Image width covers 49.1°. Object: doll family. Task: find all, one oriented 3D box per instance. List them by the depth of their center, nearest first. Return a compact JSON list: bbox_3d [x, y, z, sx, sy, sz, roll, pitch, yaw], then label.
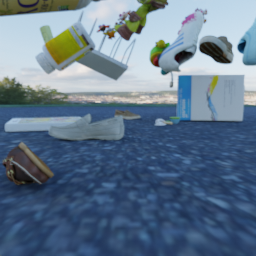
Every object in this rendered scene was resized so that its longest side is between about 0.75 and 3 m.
[{"bbox_3d":[-0.414,-3.637,10.148,1.447,0.652,0.898,-29,27,6],"label":"doll family"},{"bbox_3d":[2.648,-4.122,10.667,0.974,0.439,0.605,-42,60,-16],"label":"doll family"}]

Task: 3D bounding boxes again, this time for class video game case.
[{"bbox_3d":[-2.542,-0.146,8.929,2.346,0.268,2.135,-2,6,-17],"label":"video game case"}]

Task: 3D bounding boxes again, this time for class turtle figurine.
[{"bbox_3d":[0.587,-3.146,6.763,0.822,2.551,2.057,33,-46,-12],"label":"turtle figurine"}]

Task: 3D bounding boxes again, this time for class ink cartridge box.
[{"bbox_3d":[3.388,-1.264,11.890,2.589,1.873,1.906,1,6,10],"label":"ink cartridge box"}]

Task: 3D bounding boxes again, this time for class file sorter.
[{"bbox_3d":[-1.110,-3.283,11.353,2.458,1.531,1.706,24,-12,-13],"label":"file sorter"}]

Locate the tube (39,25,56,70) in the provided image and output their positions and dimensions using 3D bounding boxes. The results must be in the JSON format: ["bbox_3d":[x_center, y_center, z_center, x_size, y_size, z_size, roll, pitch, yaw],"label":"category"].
[{"bbox_3d":[-2.595,-2.712,9.446,0.371,1.428,0.414,-18,4,3],"label":"tube"}]

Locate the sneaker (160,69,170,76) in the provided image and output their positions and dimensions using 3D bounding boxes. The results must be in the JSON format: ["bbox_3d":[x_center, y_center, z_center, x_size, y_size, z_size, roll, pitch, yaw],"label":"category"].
[{"bbox_3d":[2.005,-2.983,13.155,1.459,0.521,0.583,-44,0,32],"label":"sneaker"}]

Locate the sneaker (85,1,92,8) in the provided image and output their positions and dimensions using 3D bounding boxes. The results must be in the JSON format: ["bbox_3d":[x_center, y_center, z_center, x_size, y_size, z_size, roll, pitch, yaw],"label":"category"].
[{"bbox_3d":[-1.070,-3.461,6.731,0.947,1.000,2.475,-31,35,9],"label":"sneaker"}]

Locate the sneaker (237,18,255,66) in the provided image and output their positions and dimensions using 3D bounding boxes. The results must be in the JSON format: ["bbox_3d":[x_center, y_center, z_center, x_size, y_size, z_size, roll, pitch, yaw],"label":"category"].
[{"bbox_3d":[3.433,-2.499,7.547,1.003,0.904,2.447,-10,35,31],"label":"sneaker"}]

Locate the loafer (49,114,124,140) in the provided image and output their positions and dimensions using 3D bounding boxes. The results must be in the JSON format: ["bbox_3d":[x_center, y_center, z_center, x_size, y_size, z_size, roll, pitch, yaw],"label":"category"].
[{"bbox_3d":[-0.915,-0.028,6.246,1.658,0.579,0.580,-1,6,-10],"label":"loafer"}]

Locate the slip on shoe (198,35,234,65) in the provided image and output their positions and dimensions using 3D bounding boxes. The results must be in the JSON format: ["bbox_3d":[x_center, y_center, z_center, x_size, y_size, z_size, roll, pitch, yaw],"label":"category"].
[{"bbox_3d":[2.989,-2.716,9.253,0.864,0.689,2.273,12,2,38],"label":"slip on shoe"}]

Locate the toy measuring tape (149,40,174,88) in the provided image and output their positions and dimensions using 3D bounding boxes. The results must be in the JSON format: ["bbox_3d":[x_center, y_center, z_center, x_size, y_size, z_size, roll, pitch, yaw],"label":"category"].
[{"bbox_3d":[1.332,-2.513,11.250,0.907,0.907,2.466,2,-33,15],"label":"toy measuring tape"}]

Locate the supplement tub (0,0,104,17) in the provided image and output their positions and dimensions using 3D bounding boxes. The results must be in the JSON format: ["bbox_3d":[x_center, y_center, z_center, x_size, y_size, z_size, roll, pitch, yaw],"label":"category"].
[{"bbox_3d":[-1.548,-2.759,4.367,2.551,1.855,1.855,-16,12,-24],"label":"supplement tub"}]

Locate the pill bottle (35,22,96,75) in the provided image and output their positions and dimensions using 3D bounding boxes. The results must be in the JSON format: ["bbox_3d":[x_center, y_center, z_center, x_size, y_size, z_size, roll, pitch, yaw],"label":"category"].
[{"bbox_3d":[-1.975,-2.435,8.753,1.773,0.969,0.969,-33,5,3],"label":"pill bottle"}]

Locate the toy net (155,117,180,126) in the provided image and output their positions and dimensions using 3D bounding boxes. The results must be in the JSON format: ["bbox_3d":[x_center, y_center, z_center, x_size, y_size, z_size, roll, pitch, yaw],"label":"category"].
[{"bbox_3d":[1.306,-0.247,10.046,0.667,0.245,1.271,6,8,43],"label":"toy net"}]

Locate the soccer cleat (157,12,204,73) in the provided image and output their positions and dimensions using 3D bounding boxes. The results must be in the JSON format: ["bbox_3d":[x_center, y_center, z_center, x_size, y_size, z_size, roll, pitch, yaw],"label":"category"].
[{"bbox_3d":[2.039,-2.844,9.463,1.076,2.491,0.870,28,-11,43],"label":"soccer cleat"}]

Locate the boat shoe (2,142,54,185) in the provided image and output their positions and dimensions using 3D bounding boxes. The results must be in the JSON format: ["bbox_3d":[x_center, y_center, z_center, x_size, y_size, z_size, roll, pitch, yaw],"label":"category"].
[{"bbox_3d":[-1.121,0.439,3.034,0.385,0.386,1.096,-44,21,-19],"label":"boat shoe"}]

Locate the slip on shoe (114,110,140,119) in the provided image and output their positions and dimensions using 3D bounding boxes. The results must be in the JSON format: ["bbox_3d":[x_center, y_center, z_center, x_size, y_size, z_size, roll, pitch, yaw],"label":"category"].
[{"bbox_3d":[-0.047,-0.616,12.854,1.332,0.404,0.506,4,7,37],"label":"slip on shoe"}]
